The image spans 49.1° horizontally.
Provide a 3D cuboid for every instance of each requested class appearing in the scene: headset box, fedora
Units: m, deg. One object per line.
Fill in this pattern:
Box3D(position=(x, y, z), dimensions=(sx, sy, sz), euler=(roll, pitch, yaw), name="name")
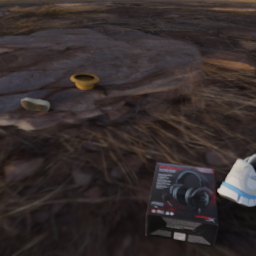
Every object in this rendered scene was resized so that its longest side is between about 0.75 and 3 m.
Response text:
Box3D(position=(1.222, 1.569, 6.316), dimensions=(1.399, 0.726, 1.880), euler=(6, 33, 11), name="headset box")
Box3D(position=(-1.951, -2.049, 12.646), dimensions=(1.294, 0.528, 1.294), euler=(4, 31, -2), name="fedora")

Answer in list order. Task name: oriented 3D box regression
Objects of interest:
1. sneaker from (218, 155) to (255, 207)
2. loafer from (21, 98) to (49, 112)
Box3D(position=(2.938, 1.109, 6.187), dimensions=(2.334, 1.012, 0.875), euler=(10, 10, -45), name="sneaker")
Box3D(position=(-3.560, -0.899, 10.836), dimensions=(1.151, 0.436, 0.393), euler=(14, 31, 5), name="loafer")
